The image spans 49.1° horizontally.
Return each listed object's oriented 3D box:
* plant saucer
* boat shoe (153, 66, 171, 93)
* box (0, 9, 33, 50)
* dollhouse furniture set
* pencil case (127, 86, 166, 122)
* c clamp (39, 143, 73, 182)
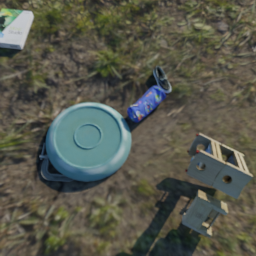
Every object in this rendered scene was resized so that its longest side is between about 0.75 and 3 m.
[{"bbox_3d":[-1.332,0.330,9.427,2.904,0.398,2.904,1,64,-3],"label":"plant saucer"},{"bbox_3d":[1.251,-1.811,10.444,0.407,0.400,1.128,-25,68,-10],"label":"boat shoe"},{"bbox_3d":[-4.771,-4.073,11.486,1.301,0.328,1.803,6,65,2],"label":"box"},{"bbox_3d":[2.237,1.630,8.316,1.556,1.565,2.220,27,111,5],"label":"dollhouse furniture set"},{"bbox_3d":[0.623,-0.863,9.888,1.548,0.672,0.604,-42,39,-17],"label":"pencil case"},{"bbox_3d":[-2.283,1.158,9.245,1.439,0.195,1.229,9,66,4],"label":"c clamp"}]
